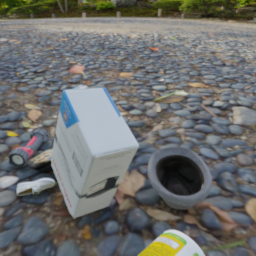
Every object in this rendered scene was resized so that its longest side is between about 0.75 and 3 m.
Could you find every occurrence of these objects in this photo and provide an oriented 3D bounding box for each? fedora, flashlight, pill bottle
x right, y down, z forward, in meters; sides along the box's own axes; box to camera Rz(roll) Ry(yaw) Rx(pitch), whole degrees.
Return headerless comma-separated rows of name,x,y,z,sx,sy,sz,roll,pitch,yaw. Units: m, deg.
fedora,1.615,1.741,9.071,1.973,1.007,2.231,-10,41,-12
flashlight,-3.976,0.728,11.232,0.747,0.744,2.197,-20,24,15
pill bottle,0.469,3.364,5.821,2.421,1.344,1.344,-25,38,-37

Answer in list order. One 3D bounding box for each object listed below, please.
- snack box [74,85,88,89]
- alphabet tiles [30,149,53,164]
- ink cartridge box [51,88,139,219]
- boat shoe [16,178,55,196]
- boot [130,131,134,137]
snack box,-2.999,-2.420,17.458,0.532,0.170,0.916,17,33,28
alphabet tiles,-2.337,0.844,10.583,2.476,0.078,2.060,-12,11,15
ink cartridge box,-1.090,0.714,7.601,1.228,2.934,2.129,-10,53,-31
boat shoe,-3.044,1.998,9.228,1.244,0.441,0.434,-7,43,-7
boot,-0.783,0.492,11.649,2.657,1.003,0.978,8,59,40
